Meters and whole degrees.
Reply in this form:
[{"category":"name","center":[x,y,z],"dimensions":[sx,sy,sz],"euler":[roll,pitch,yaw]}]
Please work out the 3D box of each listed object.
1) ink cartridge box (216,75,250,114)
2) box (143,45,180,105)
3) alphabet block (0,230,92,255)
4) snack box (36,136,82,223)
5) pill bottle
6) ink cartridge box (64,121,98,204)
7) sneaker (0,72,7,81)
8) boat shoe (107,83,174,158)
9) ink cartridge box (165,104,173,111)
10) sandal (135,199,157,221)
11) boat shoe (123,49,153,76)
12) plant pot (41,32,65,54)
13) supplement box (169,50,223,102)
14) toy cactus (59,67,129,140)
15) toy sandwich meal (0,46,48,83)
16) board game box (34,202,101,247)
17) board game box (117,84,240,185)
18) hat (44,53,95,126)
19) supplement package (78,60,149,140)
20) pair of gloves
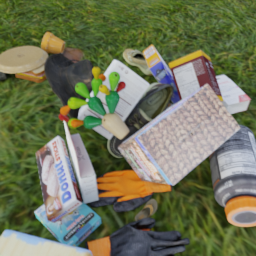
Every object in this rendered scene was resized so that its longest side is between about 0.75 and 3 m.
[{"category":"ink cartridge box","center":[3.843,-1.341,11.156],"dimensions":[1.021,0.592,1.753],"euler":[-13,47,-13]},{"category":"box","center":[1.333,-2.051,10.663],"dimensions":[0.589,1.690,2.840],"euler":[-33,25,16]},{"category":"alphabet block","center":[-1.786,3.406,5.265],"dimensions":[1.910,1.921,1.956],"euler":[8,45,11]},{"category":"snack box","center":[-1.991,1.321,7.787],"dimensions":[0.919,0.311,2.558],"euler":[-36,43,4]},{"category":"pill bottle","center":[3.042,1.295,7.795],"dimensions":[1.430,1.430,2.692],"euler":[4,45,4]},{"category":"ink cartridge box","center":[-1.367,0.747,7.859],"dimensions":[0.451,1.796,2.069],"euler":[-12,34,-16]},{"category":"sneaker","center":[-5.973,-2.496,12.434],"dimensions":[0.650,0.544,1.431],"euler":[-35,52,-23]},{"category":"boat shoe","center":[0.417,-0.330,9.048],"dimensions":[1.065,0.980,2.981],"euler":[40,77,-11]},{"category":"ink cartridge box","center":[1.320,-0.521,10.029],"dimensions":[0.946,0.592,0.608],"euler":[22,67,35]},{"category":"sandal","center":[0.514,2.265,7.634],"dimensions":[0.337,0.226,0.838],"euler":[40,56,21]},{"category":"boat shoe","center":[0.549,-3.230,13.037],"dimensions":[0.816,0.704,2.238],"euler":[-23,49,-22]},{"category":"plant pot","center":[-3.658,-4.073,13.820],"dimensions":[0.920,1.005,1.005],"euler":[18,45,-4]},{"category":"supplement box","center":[2.191,-1.425,8.866],"dimensions":[1.029,1.550,1.529],"euler":[-18,-4,26]},{"category":"toy cactus","center":[-0.695,-0.445,7.216],"dimensions":[1.765,2.139,1.094],"euler":[46,20,-3]},{"category":"toy sandwich meal","center":[-4.628,-2.842,12.594],"dimensions":[2.540,0.870,2.540],"euler":[-2,41,2]},{"category":"board game box","center":[-1.602,2.390,7.459],"dimensions":[1.431,0.336,1.080],"euler":[32,52,29]},{"category":"board game box","center":[1.090,0.289,7.228],"dimensions":[2.086,2.617,1.267],"euler":[-37,90,-14]},{"category":"hat","center":[-1.478,-1.523,9.573],"dimensions":[1.176,2.916,2.916],"euler":[-23,41,16]},{"category":"supplement package","center":[-0.487,-0.891,8.556],"dimensions":[1.192,2.033,1.188],"euler":[34,9,-16]},{"category":"pair of gloves","center":[0.117,2.305,7.512],"dimensions":[2.596,0.360,2.914],"euler":[-5,44,-5]}]
